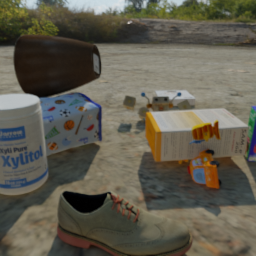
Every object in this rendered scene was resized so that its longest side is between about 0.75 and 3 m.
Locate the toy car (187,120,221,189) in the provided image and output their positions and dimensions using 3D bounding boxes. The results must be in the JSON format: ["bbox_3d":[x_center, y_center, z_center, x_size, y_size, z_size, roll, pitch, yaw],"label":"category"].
[{"bbox_3d":[1.878,0.556,7.280,0.836,2.511,1.232,-11,39,10],"label":"toy car"}]

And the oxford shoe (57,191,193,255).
[{"bbox_3d":[-0.134,1.843,5.487,2.782,1.040,0.980,4,22,9],"label":"oxford shoe"}]

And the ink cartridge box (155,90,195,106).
[{"bbox_3d":[2.423,-1.587,14.827,1.824,0.408,1.607,-2,22,-6],"label":"ink cartridge box"}]

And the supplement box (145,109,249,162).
[{"bbox_3d":[2.056,0.173,8.922,2.786,1.024,1.756,-3,22,-5],"label":"supplement box"}]

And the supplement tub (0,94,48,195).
[{"bbox_3d":[-2.961,0.408,7.331,1.527,2.314,1.527,0,22,0],"label":"supplement tub"}]

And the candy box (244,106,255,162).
[{"bbox_3d":[4.466,0.202,8.705,1.414,1.673,0.644,1,22,3],"label":"candy box"}]

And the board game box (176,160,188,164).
[{"bbox_3d":[2.085,0.504,9.836,2.095,0.271,2.095,-10,24,-22],"label":"board game box"}]

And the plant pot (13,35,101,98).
[{"bbox_3d":[-2.460,-2.394,10.704,2.665,2.491,2.491,-2,21,10],"label":"plant pot"}]

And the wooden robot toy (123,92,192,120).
[{"bbox_3d":[1.256,-0.776,12.483,2.953,1.301,1.340,0,-13,1],"label":"wooden robot toy"}]

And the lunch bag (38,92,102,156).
[{"bbox_3d":[-2.570,-0.349,10.076,2.374,1.729,2.792,-15,34,-32],"label":"lunch bag"}]
